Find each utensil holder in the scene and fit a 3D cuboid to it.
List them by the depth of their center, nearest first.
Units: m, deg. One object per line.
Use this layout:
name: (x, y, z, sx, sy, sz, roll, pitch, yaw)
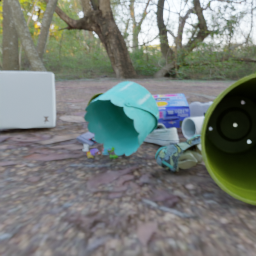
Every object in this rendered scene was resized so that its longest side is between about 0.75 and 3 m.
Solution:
utensil holder: (2.300, -0.012, 9.097, 0.838, 0.712, 0.712, -6, 14, -27)

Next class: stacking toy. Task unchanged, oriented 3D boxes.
stacking toy: (-0.718, 0.612, 7.229, 0.857, 0.201, 0.646, 1, -23, 5)

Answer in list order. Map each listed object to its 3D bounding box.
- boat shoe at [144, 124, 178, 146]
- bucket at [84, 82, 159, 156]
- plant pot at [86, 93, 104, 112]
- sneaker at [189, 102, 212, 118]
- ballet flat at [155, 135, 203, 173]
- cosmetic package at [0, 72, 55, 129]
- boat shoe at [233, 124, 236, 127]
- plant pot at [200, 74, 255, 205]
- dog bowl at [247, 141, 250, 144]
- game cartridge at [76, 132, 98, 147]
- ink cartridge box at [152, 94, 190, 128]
boat shoe: (0.939, 0.169, 8.767, 0.665, 0.607, 1.849, -2, 5, -19)
bucket: (-0.124, -0.265, 7.377, 1.815, 1.815, 1.181, 10, 40, 38)
plant pot: (-0.895, -0.715, 11.769, 1.236, 1.236, 1.191, 7, -5, 30)
sneaker: (3.864, -0.575, 11.413, 1.514, 0.990, 2.635, -7, 16, -40)
ballet flat: (1.510, 0.680, 6.950, 2.011, 0.747, 0.747, -16, 20, -42)
cosmetic package: (-4.034, -1.178, 11.293, 2.106, 2.093, 2.516, -2, 10, -14)
boat shoe: (3.268, 0.066, 8.812, 0.831, 0.917, 2.574, 9, 17, 34)
plant pot: (2.434, 0.056, 5.665, 2.269, 2.269, 2.185, 1, 8, 5)
dog bowl: (3.616, 0.661, 7.040, 1.325, 0.522, 1.325, 0, 12, 0)
game cartridge: (-1.193, 0.345, 9.004, 0.562, 0.166, 0.867, 23, 23, 19)
ink cartridge box: (1.554, -0.594, 10.627, 1.423, 0.796, 2.086, -3, 26, 4)
